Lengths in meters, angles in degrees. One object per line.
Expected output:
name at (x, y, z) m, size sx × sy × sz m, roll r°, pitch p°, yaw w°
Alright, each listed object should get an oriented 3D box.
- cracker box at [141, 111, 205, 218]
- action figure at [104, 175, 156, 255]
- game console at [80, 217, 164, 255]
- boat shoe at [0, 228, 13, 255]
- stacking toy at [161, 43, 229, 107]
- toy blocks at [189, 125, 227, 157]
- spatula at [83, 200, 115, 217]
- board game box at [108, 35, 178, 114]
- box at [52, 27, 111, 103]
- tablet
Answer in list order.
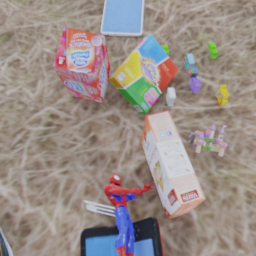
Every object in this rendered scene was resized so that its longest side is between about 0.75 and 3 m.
cracker box at (1.099, 1.048, 7.748) m, size 0.732 × 1.699 × 2.537 m, roll -14°, pitch 64°, yaw -10°
action figure at (0.200, 2.178, 7.250) m, size 1.415 × 0.933 × 2.858 m, roll -28°, pitch 42°, yaw 4°
game console at (-0.168, 3.495, 6.788) m, size 1.372 × 1.992 × 2.312 m, roll 9°, pitch 61°, yaw -28°
boat shoe at (-3.953, 2.577, 7.273) m, size 0.961 × 1.232 × 2.715 m, roll -36°, pitch 69°, yaw -16°
stacking toy at (2.239, -1.904, 9.837) m, size 1.978 × 0.616 × 2.623 m, roll -2°, pitch 63°, yaw -4°
toy blocks at (2.402, 0.253, 8.391) m, size 0.915 × 0.979 × 0.824 m, roll 8°, pitch 108°, yaw -3°
spatula at (-0.736, 2.143, 7.435) m, size 0.856 × 0.595 × 0.069 m, roll 9°, pitch 47°, yaw 11°
board game box at (0.569, -1.785, 9.357) m, size 1.624 × 0.428 × 2.122 m, roll 46°, pitch 68°, yaw -22°
box at (-1.304, -1.802, 8.598) m, size 1.192 × 2.496 × 1.244 m, roll 13°, pitch 79°, yaw 4°
tablet at (-0.198, -4.728, 11.456) m, size 1.633 × 0.171 × 2.509 m, roll 3°, pitch 63°, yaw 2°
